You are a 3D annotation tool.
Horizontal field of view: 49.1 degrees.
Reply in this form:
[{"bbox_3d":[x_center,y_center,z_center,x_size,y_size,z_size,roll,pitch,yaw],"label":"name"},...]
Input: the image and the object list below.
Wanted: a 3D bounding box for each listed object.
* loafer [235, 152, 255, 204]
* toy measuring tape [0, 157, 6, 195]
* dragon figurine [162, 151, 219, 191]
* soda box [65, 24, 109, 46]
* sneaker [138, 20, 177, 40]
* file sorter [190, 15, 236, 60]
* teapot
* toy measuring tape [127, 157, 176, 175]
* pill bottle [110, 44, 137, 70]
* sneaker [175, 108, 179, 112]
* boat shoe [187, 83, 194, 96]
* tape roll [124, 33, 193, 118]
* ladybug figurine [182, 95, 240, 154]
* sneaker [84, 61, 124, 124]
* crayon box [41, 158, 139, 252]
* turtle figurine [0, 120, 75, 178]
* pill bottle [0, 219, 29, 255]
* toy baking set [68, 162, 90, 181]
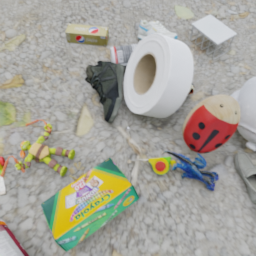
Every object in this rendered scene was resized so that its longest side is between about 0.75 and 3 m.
[{"bbox_3d":[4.046,1.557,9.179,0.634,0.633,1.813,-11,59,-7],"label":"loafer"},{"bbox_3d":[-4.351,1.436,9.313,0.584,0.584,1.588,-18,60,-11],"label":"toy measuring tape"},{"bbox_3d":[2.044,1.223,8.846,1.118,2.249,0.662,-3,50,45],"label":"dragon figurine"},{"bbox_3d":[-1.866,-4.266,12.858,1.892,0.606,0.641,7,58,4],"label":"soda box"},{"bbox_3d":[1.261,-4.245,12.349,2.033,0.821,0.778,24,34,34],"label":"sneaker"},{"bbox_3d":[3.691,-4.016,12.464,1.118,1.004,1.612,-31,63,-18],"label":"file sorter"},{"bbox_3d":[4.775,-0.156,9.365,2.169,2.932,2.971,-60,29,8],"label":"teapot"},{"bbox_3d":[0.795,1.299,9.398,1.639,0.603,0.603,-5,57,14],"label":"toy measuring tape"},{"bbox_3d":[0.172,-2.984,11.811,1.758,1.018,1.018,-8,58,-6],"label":"pill bottle"},{"bbox_3d":[1.610,-1.761,10.974,1.014,0.912,2.467,-22,60,9],"label":"sneaker"},{"bbox_3d":[2.305,-1.463,10.839,0.469,0.533,1.498,36,24,18],"label":"boat shoe"},{"bbox_3d":[0.960,-1.821,9.949,1.007,2.880,2.880,8,53,-30],"label":"tape roll"},{"bbox_3d":[2.596,0.031,8.847,1.579,2.326,0.837,20,39,-6],"label":"ladybug figurine"},{"bbox_3d":[-0.989,-1.432,10.527,1.490,0.994,2.601,12,66,-22],"label":"sneaker"},{"bbox_3d":[-1.131,2.158,8.199,2.509,0.731,1.490,-34,39,-12],"label":"crayon box"},{"bbox_3d":[-2.941,0.954,9.479,1.966,0.785,2.437,22,54,5],"label":"turtle figurine"},{"bbox_3d":[-3.248,3.792,7.284,2.662,1.459,1.459,40,66,22],"label":"pill bottle"},{"bbox_3d":[-1.533,1.499,9.198,0.891,0.104,0.684,39,48,-19],"label":"toy baking set"}]
